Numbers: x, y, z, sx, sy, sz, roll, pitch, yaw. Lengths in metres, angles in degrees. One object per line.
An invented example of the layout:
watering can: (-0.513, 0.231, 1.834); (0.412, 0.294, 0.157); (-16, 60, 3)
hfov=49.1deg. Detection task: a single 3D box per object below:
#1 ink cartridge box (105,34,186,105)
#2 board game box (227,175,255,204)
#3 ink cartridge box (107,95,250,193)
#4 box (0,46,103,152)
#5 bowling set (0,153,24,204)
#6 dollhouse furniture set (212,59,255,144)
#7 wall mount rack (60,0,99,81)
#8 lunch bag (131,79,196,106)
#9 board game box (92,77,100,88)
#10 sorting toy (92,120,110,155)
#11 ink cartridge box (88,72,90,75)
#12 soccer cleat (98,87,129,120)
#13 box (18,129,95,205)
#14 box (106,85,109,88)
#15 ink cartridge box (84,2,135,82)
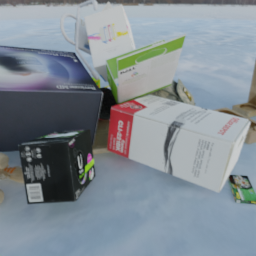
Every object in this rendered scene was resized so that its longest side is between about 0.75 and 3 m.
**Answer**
ink cartridge box: (0.324, -1.533, 6.490); (1.572, 2.126, 0.805); (-21, 72, -8)
board game box: (2.371, 1.265, 5.838); (0.444, 0.099, 0.847); (5, 26, 5)
ink cartridge box: (1.180, 0.172, 6.510); (2.703, 1.132, 1.950); (17, 22, 27)
box: (-2.343, -0.834, 6.973); (2.662, 1.640, 2.640); (-3, 35, -26)
bowling set: (-3.001, 0.775, 5.264); (1.229, 1.593, 2.289); (9, 24, 20)
dollhouse furniture set: (3.794, -0.977, 8.442); (2.230, 1.817, 2.121); (-12, 28, -23)
wall mount rack: (-0.767, -2.269, 8.198); (0.985, 2.295, 2.641); (-3, -7, 31)
lunch bag: (1.215, -0.946, 9.012); (2.088, 1.228, 1.713); (20, 27, 3)
board game box: (-2.333, -1.883, 11.767); (2.217, 0.528, 1.126); (21, 33, 36)
sorting toy: (-0.754, 0.210, 7.783); (2.719, 0.364, 2.025); (-6, 28, -27)
ink cartridge box: (-1.796, -1.453, 10.026); (0.867, 1.200, 0.508); (23, 29, 39)
soccer cleat: (-0.719, -0.805, 9.042); (1.082, 1.009, 2.958); (-23, 10, 26)
box: (-1.262, 0.666, 5.346); (0.908, 1.085, 1.461); (-5, 7, 8)
box: (-0.671, -1.439, 11.130); (0.741, 0.305, 1.263); (17, 29, 33)
ink cartridge box: (-0.436, -2.384, 7.776); (1.105, 1.765, 1.134); (-14, -13, 9)
